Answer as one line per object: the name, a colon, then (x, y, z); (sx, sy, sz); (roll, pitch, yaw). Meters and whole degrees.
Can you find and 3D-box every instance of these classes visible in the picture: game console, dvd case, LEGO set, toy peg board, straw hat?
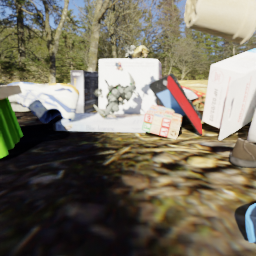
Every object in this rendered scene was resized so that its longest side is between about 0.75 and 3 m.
game console: (1.275, -0.548, 7.795); (1.432, 1.661, 0.986); (-17, 25, 52)
dvd case: (-0.702, -0.197, 8.685); (2.664, 0.234, 1.900); (1, 13, 6)
LEGO set: (-0.136, -1.090, 7.838); (1.646, 2.535, 0.718); (-31, 68, -34)
toy peg board: (-3.450, 0.067, 5.667); (2.527, 1.241, 2.538); (-18, 12, -9)
straw hat: (2.229, -0.577, 9.109); (2.026, 0.857, 2.026); (2, 28, -1)

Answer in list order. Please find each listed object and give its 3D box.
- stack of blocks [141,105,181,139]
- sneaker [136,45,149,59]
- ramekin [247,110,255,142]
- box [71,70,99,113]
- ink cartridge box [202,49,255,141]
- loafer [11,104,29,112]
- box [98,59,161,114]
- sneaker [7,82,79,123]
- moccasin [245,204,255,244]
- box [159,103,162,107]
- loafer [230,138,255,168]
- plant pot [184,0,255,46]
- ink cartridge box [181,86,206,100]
stack of blocks: (0.952, -0.210, 7.602); (0.903, 0.460, 1.569); (14, 15, 8)
sneaker: (0.430, -2.747, 9.977); (0.666, 0.383, 1.277); (-31, 1, -1)
ramekin: (3.387, -0.608, 5.852); (1.078, 2.314, 2.314); (18, 18, 26)
box: (-1.863, -1.642, 12.519); (0.552, 1.807, 2.282); (4, 11, 11)
ink cartridge box: (2.902, -0.968, 7.352); (2.812, 1.619, 0.954); (-25, 38, -35)
loafer: (-5.423, -1.082, 12.406); (2.743, 0.986, 0.862); (6, -7, -2)
box: (0.096, -1.377, 10.114); (2.093, 2.104, 1.375); (3, 9, 9)
sneaker: (-2.618, -0.695, 8.072); (2.411, 1.063, 0.908); (2, -12, 16)
moccasin: (1.841, 0.798, 2.533); (1.611, 0.648, 0.549); (-18, 3, -21)
box: (1.344, -1.231, 13.269); (1.448, 0.722, 0.691); (4, 11, 16)
loafer: (2.528, 0.379, 4.845); (1.497, 0.534, 0.546); (-2, 10, -11)
plant pot: (3.962, -5.185, 12.274); (2.553, 2.789, 2.789); (4, 10, -7)
ink cartridge box: (1.672, -1.242, 9.044); (1.446, 0.362, 1.164); (-20, 35, -34)
